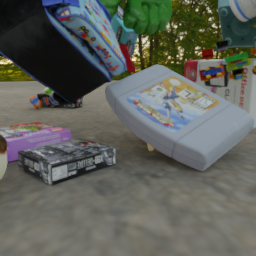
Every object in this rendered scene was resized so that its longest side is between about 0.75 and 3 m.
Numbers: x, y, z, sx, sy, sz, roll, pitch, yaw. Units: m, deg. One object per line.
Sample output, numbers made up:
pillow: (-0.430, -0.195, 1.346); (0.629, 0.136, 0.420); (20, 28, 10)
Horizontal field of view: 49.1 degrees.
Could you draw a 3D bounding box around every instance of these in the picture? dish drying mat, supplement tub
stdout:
dish drying mat: (-0.034, -2.193, 8.834); (0.088, 0.965, 0.371); (-42, 36, -25)
supplement tub: (2.831, -2.879, 5.921); (0.780, 0.780, 1.182); (-11, -6, -42)

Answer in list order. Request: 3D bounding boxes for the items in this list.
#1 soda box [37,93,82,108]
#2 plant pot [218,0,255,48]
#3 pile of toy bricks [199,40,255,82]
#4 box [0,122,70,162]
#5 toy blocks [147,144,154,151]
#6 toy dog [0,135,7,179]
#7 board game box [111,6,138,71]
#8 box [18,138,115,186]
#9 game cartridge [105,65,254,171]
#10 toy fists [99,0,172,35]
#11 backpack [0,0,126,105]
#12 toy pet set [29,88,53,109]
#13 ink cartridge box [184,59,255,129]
soda box: (-3.307, -1.330, 13.522); (2.046, 0.648, 0.724); (3, 12, 15)
plant pot: (3.514, -3.143, 7.693); (1.923, 1.918, 1.959); (15, 46, 45)
pile of toy bricks: (2.499, -1.506, 6.576); (1.636, 0.908, 0.808); (-9, -10, 16)
box: (-2.650, 0.304, 6.127); (1.567, 0.448, 2.291); (12, 16, 44)
toy blocks: (1.463, 0.021, 6.761); (2.103, 0.764, 1.753); (-1, 12, -3)
toy dog: (-2.357, 0.503, 3.498); (1.696, 1.220, 1.749); (16, 16, 19)
board game box: (-0.617, -3.817, 11.292); (0.587, 1.890, 2.503); (-15, 57, -27)
box: (-1.118, 0.554, 5.184); (1.119, 0.353, 1.420); (11, 16, 42)
game cartridge: (0.902, -0.377, 5.875); (1.877, 0.585, 2.819); (-27, 50, -34)
toy fists: (-0.103, -3.548, 7.669); (2.856, 1.456, 0.982); (15, 4, -17)
backpack: (-1.577, -2.415, 6.136); (2.005, 2.980, 2.720); (-25, -30, 15)
toy pet set: (-3.117, -1.625, 13.744); (2.980, 1.583, 2.783); (-36, 21, -11)
ink cartridge box: (3.311, -1.260, 9.559); (1.206, 2.122, 2.912); (-7, 14, -30)
